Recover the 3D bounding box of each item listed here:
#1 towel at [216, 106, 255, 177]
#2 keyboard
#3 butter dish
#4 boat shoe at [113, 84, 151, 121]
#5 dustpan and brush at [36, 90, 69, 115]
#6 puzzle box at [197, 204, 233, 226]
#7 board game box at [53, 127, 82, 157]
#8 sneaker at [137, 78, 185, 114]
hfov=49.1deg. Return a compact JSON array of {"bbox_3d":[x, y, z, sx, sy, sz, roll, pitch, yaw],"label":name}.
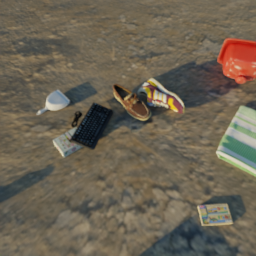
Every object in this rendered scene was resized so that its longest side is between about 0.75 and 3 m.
[{"bbox_3d":[4.241,0.426,9.322,1.947,0.299,2.553,28,57,21],"label":"towel"},{"bbox_3d":[-1.362,-0.169,9.570,1.201,0.257,2.001,19,45,5],"label":"keyboard"},{"bbox_3d":[4.442,-2.383,10.828,1.874,1.869,1.385,12,76,10],"label":"butter dish"},{"bbox_3d":[0.084,-0.973,10.061,0.649,0.647,1.798,-41,66,-6],"label":"boat shoe"},{"bbox_3d":[-2.866,-0.849,10.354,1.202,0.344,0.839,-32,59,-30],"label":"dustpan and brush"},{"bbox_3d":[2.432,2.436,7.861,0.851,0.108,0.566,-4,51,-3],"label":"puzzle box"},{"bbox_3d":[-1.924,0.470,9.293,0.903,0.290,0.667,-30,57,-23],"label":"board game box"},{"bbox_3d":[1.192,-0.983,10.261,0.864,0.719,1.917,-41,60,-11],"label":"sneaker"}]
